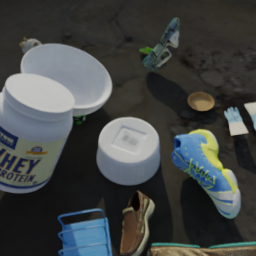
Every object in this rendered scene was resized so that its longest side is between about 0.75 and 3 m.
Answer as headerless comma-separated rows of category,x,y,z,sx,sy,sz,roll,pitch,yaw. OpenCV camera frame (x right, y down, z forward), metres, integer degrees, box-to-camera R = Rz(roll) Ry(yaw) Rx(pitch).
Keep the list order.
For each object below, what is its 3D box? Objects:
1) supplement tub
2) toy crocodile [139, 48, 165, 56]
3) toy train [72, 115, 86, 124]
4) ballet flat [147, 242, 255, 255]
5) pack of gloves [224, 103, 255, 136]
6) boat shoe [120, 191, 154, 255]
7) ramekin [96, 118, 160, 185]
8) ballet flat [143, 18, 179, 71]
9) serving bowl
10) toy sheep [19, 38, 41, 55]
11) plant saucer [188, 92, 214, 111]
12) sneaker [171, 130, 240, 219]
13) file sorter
supplement tub,-2.456,0.153,6.877,1.825,2.517,1.825,21,30,-13
toy crocodile,0.940,-3.015,11.056,1.008,0.311,0.340,3,16,4
toy train,-2.275,-0.524,9.068,1.896,0.396,0.535,10,43,8
ballet flat,1.710,2.958,6.073,2.567,0.905,0.838,-6,59,9
pack of gloves,3.670,-0.216,8.708,1.146,0.269,1.364,-11,38,14
boat shoe,0.084,2.100,6.254,0.654,0.655,1.770,-32,13,24
ramekin,0.013,0.580,7.817,1.840,0.897,1.840,1,50,-1
ballet flat,1.400,-2.956,10.212,0.768,0.768,2.070,42,103,27
serving bowl,-1.967,-1.381,8.858,2.803,0.922,2.803,16,46,-17
toy sheep,-3.625,-3.012,10.735,1.184,0.816,0.816,27,57,17
plant saucer,2.433,-0.845,9.414,0.866,0.153,0.866,-2,51,3
sneaker,1.847,1.153,7.305,1.359,0.980,2.587,1,45,-12
file sorter,-0.935,2.713,6.111,1.102,0.974,1.588,-8,54,-5
